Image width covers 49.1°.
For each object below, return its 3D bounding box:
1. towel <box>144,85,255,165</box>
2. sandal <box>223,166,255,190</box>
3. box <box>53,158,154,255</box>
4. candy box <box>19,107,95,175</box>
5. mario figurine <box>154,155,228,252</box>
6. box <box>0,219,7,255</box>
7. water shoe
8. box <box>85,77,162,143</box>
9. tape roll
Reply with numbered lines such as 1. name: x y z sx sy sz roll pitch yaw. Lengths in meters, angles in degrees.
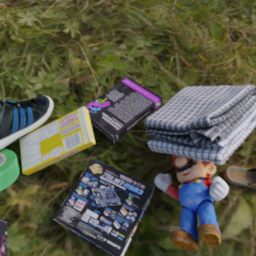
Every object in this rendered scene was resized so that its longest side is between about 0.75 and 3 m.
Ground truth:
1. towel: 2.034 -0.322 7.680 2.306 1.192 2.785 9 33 45
2. sandal: 3.643 1.378 7.945 1.764 0.476 0.708 8 56 5
3. box: -0.601 2.060 7.481 2.000 0.497 1.986 23 59 15
4. candy box: -2.107 0.392 8.084 2.344 0.310 1.198 -24 58 14
5. mario figurine: 1.494 1.486 7.088 1.722 1.478 2.789 1 42 7
6. box: -3.293 2.870 5.753 1.113 1.282 1.941 -15 57 -3
7. water shoe: -3.389 -0.379 8.222 1.049 1.157 2.933 16 43 28
8. box: -0.215 -0.668 9.194 2.264 0.409 1.619 -38 58 -27
9. tape roll: -4.011 1.195 7.409 2.076 0.499 2.076 -2 21 1
